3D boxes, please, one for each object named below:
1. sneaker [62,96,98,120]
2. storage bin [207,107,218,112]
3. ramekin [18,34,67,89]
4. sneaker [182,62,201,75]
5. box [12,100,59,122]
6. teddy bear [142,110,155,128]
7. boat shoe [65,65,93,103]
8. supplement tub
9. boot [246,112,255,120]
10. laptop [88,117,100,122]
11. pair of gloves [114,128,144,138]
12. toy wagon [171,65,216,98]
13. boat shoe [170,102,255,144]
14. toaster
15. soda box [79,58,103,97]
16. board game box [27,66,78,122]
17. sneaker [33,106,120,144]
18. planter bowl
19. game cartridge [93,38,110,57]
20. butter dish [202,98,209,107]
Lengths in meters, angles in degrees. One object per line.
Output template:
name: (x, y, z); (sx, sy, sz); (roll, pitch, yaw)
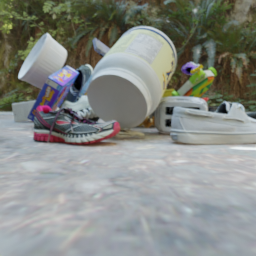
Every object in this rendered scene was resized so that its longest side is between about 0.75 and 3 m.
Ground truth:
sneaker: (-1.369, -0.832, 10.456); (2.313, 0.937, 0.869); (-21, -15, -35)
storage bin: (3.366, -0.524, 12.465); (1.222, 0.848, 1.808); (4, 6, 37)
ramekin: (-3.486, -2.662, 11.550); (1.057, 2.169, 2.169); (32, -14, -30)
sneaker: (2.517, -2.437, 11.564); (0.559, 0.541, 1.341); (-3, 12, -14)
box: (-5.017, -0.969, 15.307); (2.066, 1.007, 1.285); (-7, 4, 13)
teddy bear: (1.111, -0.418, 10.843); (1.254, 0.909, 0.419); (0, 14, -27)
boat shoe: (-2.375, -1.853, 12.600); (0.823, 2.262, 0.699); (42, 32, 7)
supplement tub: (0.159, -1.448, 7.848); (1.938, 1.938, 2.673); (2, 40, 25)
boot: (5.988, -0.605, 15.230); (1.602, 0.581, 1.457); (6, -10, -6)
laptop: (-2.154, -0.680, 13.217); (1.558, 0.965, 1.664); (-4, 20, -45)
pair of gloves: (-0.268, 0.106, 7.564); (1.042, 0.215, 1.225); (6, 8, -33)
toy wagon: (2.450, -1.540, 10.407); (1.814, 0.463, 2.338); (-33, -15, -5)
boat shoe: (2.321, -0.145, 6.649); (2.774, 0.950, 0.999); (-1, 4, -8)
toaster: (1.690, -0.367, 8.621); (2.028, 1.152, 1.310); (3, 9, 12)
soda box: (-1.066, -2.018, 11.722); (0.713, 2.244, 0.767); (38, 5, 36)
board game box: (-2.821, -1.334, 10.813); (0.579, 1.740, 2.587); (31, 19, -9)
sneaker: (-1.287, -0.076, 6.473); (2.284, 0.853, 0.921); (2, 5, 21)
planter bowl: (0.856, -0.747, 11.978); (2.614, 1.089, 2.614); (-16, -1, 0)
game cartridge: (-0.756, -2.717, 10.296); (1.235, 0.801, 0.237); (31, -57, -33)
butter dish: (3.535, -0.735, 14.425); (1.470, 1.087, 1.466); (-46, 16, -15)
